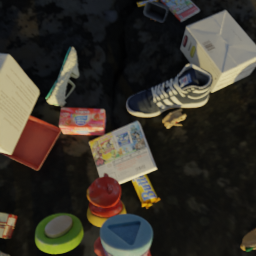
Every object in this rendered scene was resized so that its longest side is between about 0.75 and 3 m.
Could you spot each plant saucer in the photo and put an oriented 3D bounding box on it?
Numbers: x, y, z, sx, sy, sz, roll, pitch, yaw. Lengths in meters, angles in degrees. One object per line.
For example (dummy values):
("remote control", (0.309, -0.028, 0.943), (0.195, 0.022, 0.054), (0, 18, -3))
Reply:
("plant saucer", (-3.076, 0.438, 8.890), (1.477, 0.272, 1.480), (23, 69, 9))

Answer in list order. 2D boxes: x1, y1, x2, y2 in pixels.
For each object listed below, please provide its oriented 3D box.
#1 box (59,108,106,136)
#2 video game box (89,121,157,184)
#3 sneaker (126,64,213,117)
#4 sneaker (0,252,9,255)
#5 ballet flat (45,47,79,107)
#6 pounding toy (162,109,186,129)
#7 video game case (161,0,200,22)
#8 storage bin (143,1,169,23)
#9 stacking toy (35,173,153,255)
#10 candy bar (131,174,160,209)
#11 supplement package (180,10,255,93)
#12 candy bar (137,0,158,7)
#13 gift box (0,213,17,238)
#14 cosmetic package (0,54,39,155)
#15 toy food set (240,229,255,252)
("box", (-1.428, -0.188, 8.917), (1.377, 0.706, 0.652), (3, 68, 0))
("video game box", (-0.189, 0.822, 8.414), (1.688, 0.395, 1.538), (-23, 72, 10))
("sneaker", (1.307, -1.172, 8.870), (2.792, 1.515, 0.979), (-9, 68, -4))
("sneaker", (-3.691, 3.478, 7.487), (0.871, 0.717, 1.894), (-32, 78, -20))
("ballet flat", (-2.121, -1.697, 9.632), (0.797, 0.797, 2.221), (16, 71, 7))
("pounding toy", (1.492, -0.175, 9.039), (0.963, 0.551, 0.552), (-22, 68, -29))
("video game case", (2.066, -4.872, 11.151), (0.949, 0.116, 1.327), (-33, 71, -12))
("storage bin", (1.131, -4.488, 10.783), (0.895, 0.652, 0.601), (28, 43, 11))
("stacking toy", (-0.618, 1.619, 4.713), (1.776, 0.829, 1.962), (-8, 24, -24))
("candy bar", (0.222, 1.249, 8.559), (0.609, 0.271, 2.442), (-22, 69, -7))
("supplement package", (3.114, -2.623, 9.637), (1.665, 1.185, 2.138), (-25, 69, -11))
("candy bar", (0.780, -5.038, 11.231), (0.894, 0.099, 0.223), (-18, 69, -7))
("gift box", (-3.620, 2.632, 7.730), (0.730, 0.782, 0.722), (7, 63, 4))
("cosmetic package", (-4.271, -0.752, 8.302), (1.944, 1.932, 2.323), (10, 66, 15))
("toy food set", (2.693, 2.152, 5.517), (0.980, 0.970, 0.239), (-26, 74, -2))
